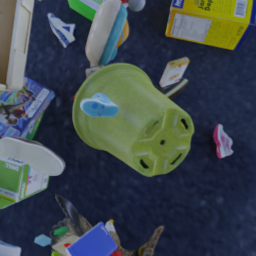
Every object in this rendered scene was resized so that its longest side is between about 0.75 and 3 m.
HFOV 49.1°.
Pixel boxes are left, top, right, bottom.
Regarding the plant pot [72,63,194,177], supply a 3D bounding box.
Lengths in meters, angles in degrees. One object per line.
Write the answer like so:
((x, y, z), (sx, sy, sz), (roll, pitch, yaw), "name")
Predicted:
((0.208, -0.068, 6.024), (2.213, 2.213, 2.035), (-38, 39, -11), "plant pot")

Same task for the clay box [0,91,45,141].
((-4.091, -0.524, 9.129), (2.398, 0.571, 1.378), (16, 72, 4), "clay box")

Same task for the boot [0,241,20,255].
((-2.745, 2.037, 4.475), (2.190, 0.806, 1.047), (13, 69, 14), "boot")

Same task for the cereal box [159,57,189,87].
((1.310, -1.583, 8.019), (0.652, 0.906, 0.179), (-22, 66, -21), "cereal box")

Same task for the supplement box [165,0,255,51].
((2.835, -3.953, 9.719), (2.723, 1.482, 1.491), (13, 73, 4), "supplement box")

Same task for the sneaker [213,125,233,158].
((3.049, 0.415, 8.950), (0.476, 0.439, 1.079), (-6, 81, -3), "sneaker")

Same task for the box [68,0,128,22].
((-1.061, -4.834, 10.311), (1.799, 0.870, 1.588), (34, 76, 10), "box")

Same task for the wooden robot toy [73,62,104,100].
((-1.315, -1.206, 9.182), (1.111, 1.078, 2.448), (-8, 72, 9), "wooden robot toy")

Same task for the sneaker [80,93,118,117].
((-0.595, -0.437, 4.955), (0.511, 0.783, 0.311), (46, 114, 37), "sneaker")

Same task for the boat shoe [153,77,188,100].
((0.934, -1.056, 9.168), (2.279, 0.834, 0.738), (-36, 81, -10), "boat shoe")

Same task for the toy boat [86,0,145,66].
((-0.287, -2.720, 7.164), (1.043, 1.887, 2.244), (21, 68, -10), "toy boat")

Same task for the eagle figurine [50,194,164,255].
((-0.810, 3.139, 7.427), (2.863, 2.160, 2.172), (16, 83, -6), "eagle figurine")

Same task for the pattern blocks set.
((-1.050, 2.652, 6.109), (1.563, 1.779, 0.144), (-23, 37, 19), "pattern blocks set")

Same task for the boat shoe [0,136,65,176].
((-1.658, 0.468, 4.976), (1.299, 0.387, 0.467), (18, 101, 14), "boat shoe")

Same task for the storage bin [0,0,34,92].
((-3.759, -2.382, 6.173), (2.841, 1.341, 2.862), (9, 92, 5), "storage bin")

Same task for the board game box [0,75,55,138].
((-3.404, -0.600, 8.683), (1.342, 0.342, 1.982), (29, 73, 7), "board game box")

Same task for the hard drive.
((-0.671, 2.272, 5.272), (0.895, 0.114, 0.590), (-25, 79, -47), "hard drive")

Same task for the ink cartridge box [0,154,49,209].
((-2.828, 0.910, 5.608), (1.622, 2.194, 0.831), (14, 96, 14), "ink cartridge box")

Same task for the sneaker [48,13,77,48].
((-2.297, -3.594, 10.161), (0.759, 0.531, 1.313), (-31, 82, -13), "sneaker")

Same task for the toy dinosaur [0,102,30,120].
((-3.172, -0.458, 7.586), (1.101, 0.261, 0.485), (-13, 64, -27), "toy dinosaur")
